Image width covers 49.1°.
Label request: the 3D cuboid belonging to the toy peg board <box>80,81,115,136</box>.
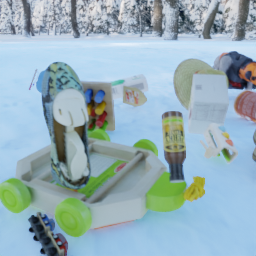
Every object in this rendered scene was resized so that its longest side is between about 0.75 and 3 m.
[{"bbox_3d":[-1.033,-0.369,6.550,1.303,1.298,0.637,3,36,9],"label":"toy peg board"}]

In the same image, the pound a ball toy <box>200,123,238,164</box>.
[{"bbox_3d":[1.744,0.254,5.473,0.634,0.413,0.972,23,29,-14],"label":"pound a ball toy"}]

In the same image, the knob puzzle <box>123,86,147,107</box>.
[{"bbox_3d":[0.225,-0.982,8.754,0.869,0.869,0.121,8,46,21],"label":"knob puzzle"}]

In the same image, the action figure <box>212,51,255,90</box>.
[{"bbox_3d":[4.156,-1.900,9.392,2.842,1.487,2.749,-5,26,-43],"label":"action figure"}]

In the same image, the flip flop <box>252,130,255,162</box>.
[{"bbox_3d":[2.715,0.218,5.154,0.791,0.562,1.951,20,24,24],"label":"flip flop"}]

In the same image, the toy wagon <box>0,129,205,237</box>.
[{"bbox_3d":[-0.325,0.777,4.308,2.923,0.578,2.268,11,24,26],"label":"toy wagon"}]

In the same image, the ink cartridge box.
[{"bbox_3d":[-0.305,-1.624,10.321,1.780,0.554,2.211,-14,23,0],"label":"ink cartridge box"}]

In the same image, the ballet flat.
[{"bbox_3d":[-0.703,0.032,3.526,0.621,1.673,0.621,-2,21,1],"label":"ballet flat"}]

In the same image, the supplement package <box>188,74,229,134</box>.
[{"bbox_3d":[1.870,-0.545,6.655,0.770,1.047,1.001,5,47,8],"label":"supplement package"}]

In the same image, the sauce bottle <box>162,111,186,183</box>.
[{"bbox_3d":[0.572,0.225,3.437,0.280,0.867,0.280,-3,-19,-1],"label":"sauce bottle"}]

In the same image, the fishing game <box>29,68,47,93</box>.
[{"bbox_3d":[-2.734,-1.649,9.491,0.225,1.039,1.450,35,21,20],"label":"fishing game"}]

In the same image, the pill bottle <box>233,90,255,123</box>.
[{"bbox_3d":[3.534,-0.498,7.433,0.784,0.784,1.398,-6,21,-16],"label":"pill bottle"}]

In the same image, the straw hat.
[{"bbox_3d":[2.212,-1.185,7.532,1.879,1.879,0.795,-11,-7,-27],"label":"straw hat"}]

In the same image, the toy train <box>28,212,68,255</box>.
[{"bbox_3d":[-0.849,1.367,3.241,0.303,0.226,1.323,-10,23,-34],"label":"toy train"}]
